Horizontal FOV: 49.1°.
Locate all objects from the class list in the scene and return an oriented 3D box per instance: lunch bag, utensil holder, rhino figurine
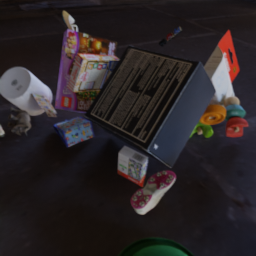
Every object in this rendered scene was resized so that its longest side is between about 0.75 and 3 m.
[{"bbox_3d":[-1.886,-0.024,9.410,0.989,0.618,1.314,-22,31,-24],"label":"lunch bag"},{"bbox_3d":[-3.607,-1.278,9.897,1.276,1.501,1.276,-3,73,10],"label":"utensil holder"},{"bbox_3d":[-2.760,-0.130,7.157,0.533,0.364,1.218,14,22,-28],"label":"rhino figurine"}]

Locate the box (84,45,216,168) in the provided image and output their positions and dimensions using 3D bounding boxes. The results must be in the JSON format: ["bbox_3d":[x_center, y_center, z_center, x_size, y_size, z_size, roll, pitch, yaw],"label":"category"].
[{"bbox_3d":[0.626,-0.677,8.171,2.633,1.636,2.655,28,84,40],"label":"box"}]

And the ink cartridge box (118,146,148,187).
[{"bbox_3d":[0.087,1.087,7.101,0.676,1.240,0.312,26,47,20],"label":"ink cartridge box"}]

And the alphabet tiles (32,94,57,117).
[{"bbox_3d":[-2.771,-0.745,9.407,0.930,0.035,0.777,55,15,10],"label":"alphabet tiles"}]

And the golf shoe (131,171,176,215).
[{"bbox_3d":[0.629,1.569,6.821,1.342,0.614,0.505,-35,48,-20],"label":"golf shoe"}]

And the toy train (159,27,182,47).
[{"bbox_3d":[1.712,-3.725,11.417,0.271,1.181,0.201,15,56,-42],"label":"toy train"}]

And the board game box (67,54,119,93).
[{"bbox_3d":[-1.033,-1.666,8.583,1.487,1.127,0.344,-12,47,-47],"label":"board game box"}]

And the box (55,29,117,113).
[{"bbox_3d":[-1.461,-1.858,9.808,1.820,2.660,0.520,6,2,-27],"label":"box"}]

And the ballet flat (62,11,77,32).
[{"bbox_3d":[-1.978,-3.618,9.766,0.326,1.033,0.354,-2,56,11],"label":"ballet flat"}]

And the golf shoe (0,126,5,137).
[{"bbox_3d":[-4.448,0.010,9.446,0.353,0.403,0.914,-21,42,-29],"label":"golf shoe"}]

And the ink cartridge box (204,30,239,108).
[{"bbox_3d":[3.466,-1.877,9.879,0.582,1.970,2.460,16,62,43],"label":"ink cartridge box"}]

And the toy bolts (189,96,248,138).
[{"bbox_3d":[2.876,-0.582,9.025,1.901,1.816,1.319,2,61,-1],"label":"toy bolts"}]

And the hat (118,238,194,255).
[{"bbox_3d":[0.741,2.292,4.662,1.976,2.100,2.386,-16,39,-25],"label":"hat"}]
